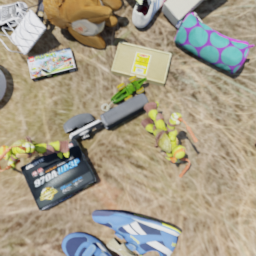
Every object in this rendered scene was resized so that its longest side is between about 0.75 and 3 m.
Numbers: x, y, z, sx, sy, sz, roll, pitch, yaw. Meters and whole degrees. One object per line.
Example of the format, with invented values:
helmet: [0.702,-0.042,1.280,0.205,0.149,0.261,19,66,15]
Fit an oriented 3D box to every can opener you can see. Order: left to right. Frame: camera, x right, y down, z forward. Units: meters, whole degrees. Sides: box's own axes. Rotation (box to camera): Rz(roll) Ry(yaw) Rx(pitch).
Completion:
can opener: [-0.771,-0.471,9.473,2.926,0.780,0.978,-29,78,-9]

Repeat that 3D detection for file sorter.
file sorter: [-3.664,-3.306,9.568,1.294,0.806,0.898,-42,82,21]

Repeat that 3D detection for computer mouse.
computer mouse: [-4.122,-4.259,10.505,2.345,0.514,1.286,-8,75,13]

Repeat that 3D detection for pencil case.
pencil case: [2.945,-3.032,9.963,2.637,1.219,1.122,32,32,7]

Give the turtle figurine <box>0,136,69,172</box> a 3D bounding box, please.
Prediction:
turtle figurine: [-2.874,0.676,8.194,1.995,2.473,0.797,-2,71,-33]

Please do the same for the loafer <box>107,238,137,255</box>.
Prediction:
loafer: [-0.156,3.704,8.548,1.014,0.384,0.346,25,82,7]

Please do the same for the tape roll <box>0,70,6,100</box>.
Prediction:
tape roll: [-5.430,-1.539,9.669,2.183,0.764,2.183,0,69,1]

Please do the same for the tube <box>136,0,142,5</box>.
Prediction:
tube: [0.118,-5.028,9.980,0.455,0.508,1.752,-36,52,-2]

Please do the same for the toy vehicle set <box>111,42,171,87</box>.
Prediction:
toy vehicle set: [0.485,-2.347,10.252,1.993,0.264,1.238,15,75,4]

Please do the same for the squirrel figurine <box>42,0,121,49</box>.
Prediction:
squirrel figurine: [-1.600,-4.634,10.090,2.781,1.968,2.596,12,68,0]

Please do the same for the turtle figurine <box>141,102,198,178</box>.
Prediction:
turtle figurine: [1.145,0.335,8.726,0.859,2.666,2.150,-25,50,-12]

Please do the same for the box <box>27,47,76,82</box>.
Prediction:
box: [-2.789,-2.317,10.232,1.612,0.280,0.887,-16,76,-4]

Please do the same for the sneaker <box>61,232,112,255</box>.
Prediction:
sneaker: [-0.896,3.936,8.160,2.485,1.022,0.919,32,79,10]

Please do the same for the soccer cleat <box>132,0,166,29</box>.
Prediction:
soccer cleat: [0.891,-4.820,10.488,0.814,1.006,2.329,25,78,12]

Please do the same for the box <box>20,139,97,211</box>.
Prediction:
box: [-2.228,1.516,9.097,1.988,0.457,1.580,-27,76,-7]

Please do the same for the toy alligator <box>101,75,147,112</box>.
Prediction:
toy alligator: [-0.175,-1.229,9.862,1.912,0.459,0.634,-33,106,-4]

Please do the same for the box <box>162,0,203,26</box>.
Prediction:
box: [2.427,-4.952,10.199,2.464,1.012,0.842,-42,94,4]

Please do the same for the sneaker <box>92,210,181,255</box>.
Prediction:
sneaker: [0.157,3.152,8.367,2.731,1.010,1.123,17,80,3]
